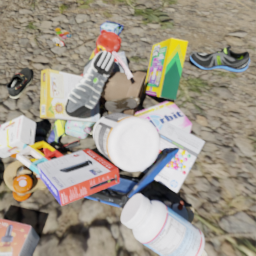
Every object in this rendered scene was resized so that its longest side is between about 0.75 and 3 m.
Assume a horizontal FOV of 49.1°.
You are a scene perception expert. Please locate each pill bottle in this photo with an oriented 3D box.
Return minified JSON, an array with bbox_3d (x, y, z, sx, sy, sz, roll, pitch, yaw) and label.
[{"bbox_3d":[0.819,2.474,6.838,1.960,1.066,1.066,38,52,-13],"label":"pill bottle"},{"bbox_3d":[-0.214,0.331,8.907,1.569,1.569,2.696,-20,13,-16],"label":"pill bottle"}]

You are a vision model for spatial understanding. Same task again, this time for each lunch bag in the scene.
[{"bbox_3d":[-0.942,-5.728,16.104,0.958,0.718,1.127,18,46,16],"label":"lunch bag"},{"bbox_3d":[-1.951,-0.201,11.568,1.010,0.485,1.259,16,52,6],"label":"lunch bag"}]

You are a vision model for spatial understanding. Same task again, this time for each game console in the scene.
[{"bbox_3d":[0.088,1.259,8.570,2.409,2.823,1.670,11,92,17],"label":"game console"}]

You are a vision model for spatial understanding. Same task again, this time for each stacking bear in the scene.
[{"bbox_3d":[-1.031,-2.916,12.202,1.607,2.646,1.505,37,49,13],"label":"stacking bear"}]

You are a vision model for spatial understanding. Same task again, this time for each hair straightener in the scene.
[{"bbox_3d":[-2.360,0.790,10.960,0.991,0.203,0.381,-16,52,-13],"label":"hair straightener"}]

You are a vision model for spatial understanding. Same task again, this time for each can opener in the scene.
[{"bbox_3d":[-4.564,0.346,10.942,2.605,0.866,0.686,1,64,-5],"label":"can opener"}]

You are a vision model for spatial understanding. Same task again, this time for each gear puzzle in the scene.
[{"bbox_3d":[-3.810,-5.528,16.259,0.679,0.172,1.311,-31,57,-23],"label":"gear puzzle"}]

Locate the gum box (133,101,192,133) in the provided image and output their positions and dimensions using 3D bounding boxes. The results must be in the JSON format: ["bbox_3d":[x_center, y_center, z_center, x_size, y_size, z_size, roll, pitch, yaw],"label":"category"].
[{"bbox_3d":[1.077,0.013,11.158,2.671,0.883,1.516,-21,53,-16],"label":"gum box"}]

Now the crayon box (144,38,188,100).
[{"bbox_3d":[1.465,-2.370,11.533,0.744,2.203,2.554,10,8,-13],"label":"crayon box"}]

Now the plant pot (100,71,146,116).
[{"bbox_3d":[-0.249,-1.472,10.634,1.493,1.711,1.711,19,52,4],"label":"plant pot"}]

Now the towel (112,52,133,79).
[{"bbox_3d":[-0.220,-2.068,9.183,0.176,0.859,1.175,-34,22,4],"label":"towel"}]

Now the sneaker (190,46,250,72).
[{"bbox_3d":[4.553,-3.533,13.914,2.915,1.208,1.033,6,49,5],"label":"sneaker"}]

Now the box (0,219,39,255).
[{"bbox_3d":[-3.692,3.735,7.958,1.477,1.031,1.939,9,51,8],"label":"box"}]

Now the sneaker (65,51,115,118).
[{"bbox_3d":[-1.450,-1.584,10.177,2.588,0.971,1.495,-55,24,2],"label":"sneaker"}]

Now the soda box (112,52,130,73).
[{"bbox_3d":[-0.211,-2.041,11.770,0.720,2.269,0.775,-15,54,5],"label":"soda box"}]

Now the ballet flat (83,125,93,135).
[{"bbox_3d":[-1.443,0.100,10.449,0.325,0.912,0.315,41,93,0],"label":"ballet flat"}]

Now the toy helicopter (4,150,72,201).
[{"bbox_3d":[-3.072,1.358,9.896,2.506,0.989,1.657,-17,65,-30],"label":"toy helicopter"}]

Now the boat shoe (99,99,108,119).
[{"bbox_3d":[-1.294,-0.856,12.169,0.534,0.451,1.497,-23,54,-16],"label":"boat shoe"}]

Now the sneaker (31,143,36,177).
[{"bbox_3d":[-3.492,1.197,10.311,0.608,0.675,1.734,-24,54,-19],"label":"sneaker"}]

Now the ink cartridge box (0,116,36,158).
[{"bbox_3d":[-4.165,0.329,10.162,1.484,0.619,1.077,-20,56,22],"label":"ink cartridge box"}]

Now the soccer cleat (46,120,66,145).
[{"bbox_3d":[-2.807,0.076,11.473,0.637,0.492,1.522,28,48,-9],"label":"soccer cleat"}]

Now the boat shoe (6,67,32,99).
[{"bbox_3d":[-5.105,-2.264,13.269,0.716,0.613,1.958,7,49,7],"label":"boat shoe"}]

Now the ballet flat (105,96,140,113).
[{"bbox_3d":[-0.203,-0.866,9.918,1.639,0.552,0.380,-8,30,47],"label":"ballet flat"}]

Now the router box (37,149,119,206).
[{"bbox_3d":[-1.414,1.266,7.759,1.659,0.451,1.848,-16,22,-30],"label":"router box"}]

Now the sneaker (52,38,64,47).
[{"bbox_3d":[-3.916,-4.713,15.493,0.796,0.310,0.327,32,58,24],"label":"sneaker"}]

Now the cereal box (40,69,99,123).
[{"bbox_3d":[-2.110,-1.125,10.559,0.473,2.392,1.721,-5,83,44],"label":"cereal box"}]

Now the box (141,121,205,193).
[{"bbox_3d":[1.531,1.000,9.901,1.565,0.413,2.007,29,93,18],"label":"box"}]

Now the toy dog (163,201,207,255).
[{"bbox_3d":[1.537,3.106,8.475,1.423,1.039,2.158,-8,51,-7],"label":"toy dog"}]

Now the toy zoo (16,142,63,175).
[{"bbox_3d":[-2.778,1.056,9.288,1.860,0.190,1.220,33,30,14],"label":"toy zoo"}]
